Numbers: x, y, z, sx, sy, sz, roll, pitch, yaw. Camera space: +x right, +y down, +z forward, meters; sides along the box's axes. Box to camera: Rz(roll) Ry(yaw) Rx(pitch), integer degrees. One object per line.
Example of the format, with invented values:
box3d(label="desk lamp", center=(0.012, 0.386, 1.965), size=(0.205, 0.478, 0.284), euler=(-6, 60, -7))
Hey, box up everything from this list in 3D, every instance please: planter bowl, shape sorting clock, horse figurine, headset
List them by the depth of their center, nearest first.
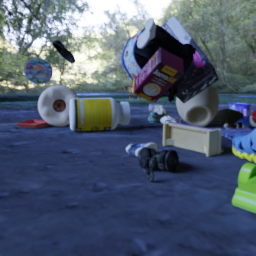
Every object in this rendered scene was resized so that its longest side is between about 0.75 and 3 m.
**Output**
box3d(label="headset", center=(0.728, 0.915, 7.112), size=(1.049, 0.798, 1.699), euler=(5, -4, 13))
box3d(label="shape sorting clock", center=(-2.777, -1.763, 8.686), size=(0.868, 0.868, 0.170), euler=(-3, -11, -17))
box3d(label="planter bowl", center=(3.473, -0.953, 13.908), size=(2.168, 2.168, 1.459), euler=(1, 36, 8))
box3d(label="horse figurine", center=(0.356, -1.793, 14.230), size=(1.185, 0.785, 0.296), euler=(7, 25, 36))

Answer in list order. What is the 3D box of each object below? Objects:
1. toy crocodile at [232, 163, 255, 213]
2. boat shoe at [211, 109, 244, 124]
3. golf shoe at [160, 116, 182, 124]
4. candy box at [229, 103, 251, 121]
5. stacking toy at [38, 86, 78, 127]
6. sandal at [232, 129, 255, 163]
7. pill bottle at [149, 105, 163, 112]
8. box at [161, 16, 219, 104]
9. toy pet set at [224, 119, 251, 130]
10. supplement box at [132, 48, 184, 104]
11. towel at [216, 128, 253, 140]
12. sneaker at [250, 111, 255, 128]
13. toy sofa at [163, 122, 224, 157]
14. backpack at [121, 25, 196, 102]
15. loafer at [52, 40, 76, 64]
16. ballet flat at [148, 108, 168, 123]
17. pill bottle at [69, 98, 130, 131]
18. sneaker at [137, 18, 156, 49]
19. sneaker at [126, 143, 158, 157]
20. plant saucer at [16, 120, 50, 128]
box3d(label="toy crocodile", center=(2.887, 1.046, 5.445), size=(0.948, 0.867, 2.808), euler=(9, 18, 42))
box3d(label="boat shoe", center=(5.265, -0.693, 15.245), size=(0.776, 0.821, 2.283), euler=(-10, 14, -43))
box3d(label="golf shoe", center=(2.104, -0.319, 14.169), size=(1.260, 0.487, 0.555), euler=(8, 19, 41))
box3d(label="candy box", center=(6.469, -0.942, 16.214), size=(0.449, 0.985, 1.165), euler=(-9, 14, -32))
box3d(label="stacking toy", center=(-3.650, -1.081, 15.053), size=(2.048, 2.048, 2.803), euler=(-2, 0, -12))
box3d(label="sandal", center=(3.731, 0.441, 7.799), size=(1.036, 1.135, 2.607), euler=(-3, 8, -5))
box3d(label="pill bottle", center=(2.040, -1.417, 20.291), size=(0.956, 0.544, 0.544), euler=(5, 11, 26))
box3d(label="box", center=(2.107, -2.757, 11.523), size=(1.869, 2.829, 1.623), euler=(-36, -19, 16))
box3d(label="toy pet set", center=(4.820, -0.060, 12.127), size=(1.100, 0.626, 1.178), euler=(-5, 12, -30))
box3d(label="supplement box", center=(0.854, -1.500, 8.279), size=(0.832, 0.646, 1.507), euler=(22, -40, -20))
box3d(label="towel", center=(4.518, 0.319, 10.404), size=(1.586, 0.261, 2.191), euler=(-2, 16, -16))
box3d(label="sneaker", center=(7.101, -0.477, 13.359), size=(2.413, 1.025, 0.929), euler=(0, 10, 3))
box3d(label="toy sofa", center=(2.172, 0.312, 9.379), size=(0.970, 0.823, 1.988), euler=(-9, 13, -38))
box3d(label="backpack", center=(0.912, -2.352, 9.691), size=(2.214, 2.325, 1.791), euler=(40, -25, -28))
box3d(label="loafer", center=(-2.253, -2.616, 9.762), size=(0.345, 1.017, 0.357), euler=(-40, 3, 33))
box3d(label="ballet flat", center=(1.829, -0.766, 15.971), size=(0.796, 0.796, 2.144), euler=(5, 11, 27))
box3d(label="pill bottle", center=(-1.316, -0.633, 12.875), size=(2.667, 1.494, 1.494), euler=(-2, 10, -13))
box3d(label="sneaker", center=(0.637, -2.826, 8.630), size=(0.385, 1.024, 0.453), euler=(19, -10, 34))
box3d(label="sneaker", center=(0.389, 0.623, 8.835), size=(0.950, 0.383, 0.696), euler=(-14, 21, -38))
box3d(label="plant saucer", center=(-4.700, -0.191, 14.067), size=(1.289, 0.237, 1.291), euler=(4, 11, 20))
